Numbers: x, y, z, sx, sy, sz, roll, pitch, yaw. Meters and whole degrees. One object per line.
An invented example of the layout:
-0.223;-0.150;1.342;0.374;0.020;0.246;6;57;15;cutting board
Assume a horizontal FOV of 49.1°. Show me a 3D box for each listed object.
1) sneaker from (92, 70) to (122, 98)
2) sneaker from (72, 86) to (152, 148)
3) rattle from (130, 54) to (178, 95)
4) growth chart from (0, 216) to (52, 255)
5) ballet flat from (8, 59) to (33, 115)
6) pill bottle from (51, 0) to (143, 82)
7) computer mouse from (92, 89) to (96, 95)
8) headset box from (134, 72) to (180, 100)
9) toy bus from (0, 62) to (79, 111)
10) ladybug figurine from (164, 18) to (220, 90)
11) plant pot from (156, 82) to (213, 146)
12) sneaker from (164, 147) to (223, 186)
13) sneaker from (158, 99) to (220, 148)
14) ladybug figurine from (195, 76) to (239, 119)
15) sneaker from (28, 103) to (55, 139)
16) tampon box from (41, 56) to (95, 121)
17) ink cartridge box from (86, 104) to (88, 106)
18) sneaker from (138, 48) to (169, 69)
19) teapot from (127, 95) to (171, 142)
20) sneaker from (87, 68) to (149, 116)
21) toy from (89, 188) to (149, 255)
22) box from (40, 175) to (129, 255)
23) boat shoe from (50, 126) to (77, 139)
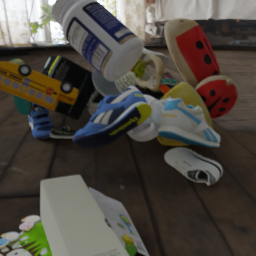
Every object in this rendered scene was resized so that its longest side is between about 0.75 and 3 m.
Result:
-0.580;-1.171;9.706;0.721;1.975;0.699;-34;-12;-10;sneaker
-0.463;-0.227;6.958;2.189;0.809;0.900;-30;59;16;sneaker
0.668;-1.916;9.790;1.425;1.299;1.995;36;21;-50;rattle
-1.557;2.147;4.580;1.865;0.229;2.577;9;21;21;growth chart
-3.483;-1.343;9.282;0.727;2.057;0.727;0;44;0;ballet flat
-1.028;-2.953;8.770;2.867;1.592;1.592;45;35;10;pill bottle
-2.069;-1.417;12.968;1.392;0.305;0.763;-10;55;-17;computer mouse
1.287;-1.291;10.740;1.847;0.713;1.374;-25;51;-12;headset box
-2.634;-1.170;8.132;2.290;0.897;0.745;22;-6;-11;toy bus
2.179;-2.340;9.133;1.005;2.793;1.896;-23;12;33;ladybug figurine
1.493;-0.221;8.826;1.431;2.016;2.016;-26;25;-6;plant pot
1.556;0.981;7.192;1.610;0.615;0.648;16;35;39;sneaker
1.722;-0.041;7.208;0.904;0.954;2.362;3;-10;42;sneaker
2.532;-0.819;8.336;1.241;1.829;0.658;29;61;6;ladybug figurine
-3.117;-0.244;9.953;0.766;0.852;2.071;-12;28;-31;sneaker
-2.534;-1.597;10.873;1.587;1.885;2.515;26;0;-28;tampon box
-2.306;-1.334;13.609;1.298;0.282;1.286;-14;26;-29;ink cartridge box
0.747;-2.986;11.222;1.885;0.695;1.090;5;42;-42;sneaker
0.559;-0.294;7.567;1.023;1.400;1.382;-11;-19;38;teapot
-0.362;-1.514;10.883;2.901;1.088;1.257;-38;-12;-6;sneaker
-0.280;1.768;5.122;0.878;0.360;1.525;35;3;-30;toy
-0.766;1.730;4.385;0.771;0.927;2.255;-5;27;-28;box
-2.088;0.137;9.340;1.052;0.335;0.372;-3;33;-47;boat shoe
